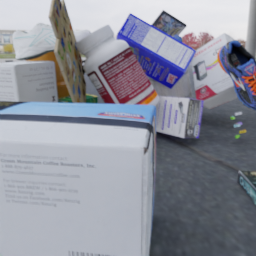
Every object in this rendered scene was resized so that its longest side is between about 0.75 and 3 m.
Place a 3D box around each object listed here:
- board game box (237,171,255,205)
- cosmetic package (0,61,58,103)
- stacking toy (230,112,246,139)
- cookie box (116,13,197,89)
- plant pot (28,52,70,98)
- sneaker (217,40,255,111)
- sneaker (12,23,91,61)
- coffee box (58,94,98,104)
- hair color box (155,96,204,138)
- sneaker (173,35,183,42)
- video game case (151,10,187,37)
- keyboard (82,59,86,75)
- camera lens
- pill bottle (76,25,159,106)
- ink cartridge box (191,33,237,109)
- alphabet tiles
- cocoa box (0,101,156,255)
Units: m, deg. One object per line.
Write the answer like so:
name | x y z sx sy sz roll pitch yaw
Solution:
board game box | 2.949 1.293 4.557 1.526 0.318 2.255 0 16 0
cosmetic package | -3.624 -1.094 9.404 1.793 2.174 1.792 7 19 27
stacking toy | 3.188 -0.087 8.087 0.195 0.625 0.829 -13 5 35
cookie box | 0.767 -2.314 8.881 2.254 0.847 1.928 30 -8 -1
plant pot | -3.057 -2.787 11.388 2.383 2.182 2.383 10 43 -9
sneaker | 3.173 -1.391 7.507 0.858 2.276 0.893 -34 -15 4
sneaker | -2.542 -3.016 9.292 2.625 1.052 0.923 -15 8 -7
coffee box | -2.804 -1.031 12.088 1.659 0.593 2.697 14 21 39
hair color box | 1.254 -0.386 8.511 0.656 1.107 2.026 3 7 -33
sneaker | 0.751 -2.799 10.491 2.609 1.150 0.982 -31 4 26
video game case | 1.409 -3.749 10.848 1.161 1.285 0.164 20 47 -27
keyboard | -1.615 -1.951 9.483 0.137 0.847 1.332 30 27 -1
camera lens | 1.691 -1.583 11.011 1.527 1.909 1.527 -12 30 7
pill bottle | -0.324 -1.516 8.039 1.458 2.581 1.458 -30 14 8
ink cartridge box | 3.167 -1.970 9.939 0.917 2.142 1.581 16 -29 -38
alphabet tiles | -1.460 -1.794 7.158 0.094 2.971 2.472 -9 49 1
cocoa box | -1.066 0.707 3.710 2.820 1.881 1.851 2 16 8
